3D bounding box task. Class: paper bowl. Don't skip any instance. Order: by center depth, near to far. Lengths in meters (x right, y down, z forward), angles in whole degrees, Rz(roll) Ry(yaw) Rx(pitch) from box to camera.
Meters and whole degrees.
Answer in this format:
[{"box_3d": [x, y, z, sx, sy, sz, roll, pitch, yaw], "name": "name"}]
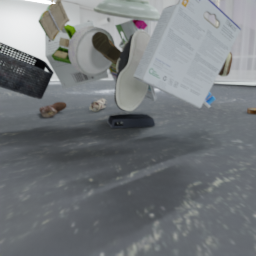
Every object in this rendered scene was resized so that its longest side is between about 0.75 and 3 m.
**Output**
[{"box_3d": [-1.132, -2.574, 9.577, 1.641, 1.641, 0.853, -11, 30, -41], "name": "paper bowl"}]

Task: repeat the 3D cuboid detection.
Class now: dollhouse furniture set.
[{"box_3d": [-2.388, -3.110, 9.150, 0.827, 1.070, 2.141, 20, -24, 24], "name": "dollhouse furniture set"}]

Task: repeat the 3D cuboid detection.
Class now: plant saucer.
[{"box_3d": [0.030, -3.985, 9.261, 2.316, 0.581, 2.316, 6, 25, -3], "name": "plant saucer"}]

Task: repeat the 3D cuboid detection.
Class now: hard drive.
[{"box_3d": [0.108, -0.308, 11.877, 1.834, 0.388, 1.237, -3, 13, -12], "name": "hard drive"}]

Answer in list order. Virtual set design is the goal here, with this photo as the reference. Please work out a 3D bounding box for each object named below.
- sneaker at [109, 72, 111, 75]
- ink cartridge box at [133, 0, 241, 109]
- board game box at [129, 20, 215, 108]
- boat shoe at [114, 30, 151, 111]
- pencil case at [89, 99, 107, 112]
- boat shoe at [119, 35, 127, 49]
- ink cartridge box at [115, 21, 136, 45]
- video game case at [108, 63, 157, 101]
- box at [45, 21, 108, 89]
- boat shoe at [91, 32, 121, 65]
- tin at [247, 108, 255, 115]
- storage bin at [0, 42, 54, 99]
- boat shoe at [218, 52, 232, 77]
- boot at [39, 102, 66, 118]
[{"box_3d": [-0.629, -3.035, 13.730, 0.429, 1.080, 0.423, 16, -21, -12], "name": "sneaker"}, {"box_3d": [1.496, -1.852, 6.833, 2.259, 2.301, 0.498, 18, 11, -39], "name": "ink cartridge box"}, {"box_3d": [1.469, -2.301, 9.435, 2.977, 0.385, 2.977, 34, 22, -33], "name": "board game box"}, {"box_3d": [0.049, -1.424, 7.148, 0.836, 2.264, 0.683, 20, -20, -28], "name": "boat shoe"}, {"box_3d": [-1.679, -1.312, 15.960, 0.637, 0.554, 1.425, 0, 12, 14], "name": "pencil case"}, {"box_3d": [0.075, -4.116, 12.803, 0.628, 0.691, 1.879, 12, -27, -17], "name": "boat shoe"}, {"box_3d": [0.014, -3.262, 9.993, 0.324, 0.985, 1.353, -15, 16, 42], "name": "ink cartridge box"}, {"box_3d": [0.118, -1.999, 11.403, 2.068, 0.228, 1.882, 26, -17, 26], "name": "video game case"}, {"box_3d": [-2.058, -2.922, 11.452, 2.043, 1.342, 2.053, -14, -32, 3], "name": "box"}, {"box_3d": [-0.609, -2.358, 8.586, 1.504, 0.541, 0.511, 54, 7, 30], "name": "boat shoe"}, {"box_3d": [6.938, -0.852, 14.646, 1.329, 0.278, 0.744, 7, 18, 27], "name": "tin"}, {"box_3d": [-4.154, -2.141, 10.112, 2.434, 1.141, 1.645, 19, 19, -39], "name": "storage bin"}, {"box_3d": [3.302, -2.571, 10.862, 0.970, 0.969, 2.623, 6, 20, 6], "name": "boat shoe"}, {"box_3d": [-3.744, -0.920, 14.301, 1.491, 0.514, 1.600, -19, 16, -20], "name": "boot"}]
